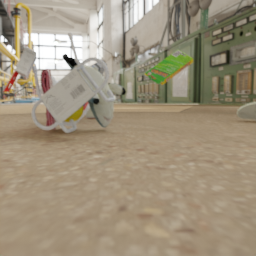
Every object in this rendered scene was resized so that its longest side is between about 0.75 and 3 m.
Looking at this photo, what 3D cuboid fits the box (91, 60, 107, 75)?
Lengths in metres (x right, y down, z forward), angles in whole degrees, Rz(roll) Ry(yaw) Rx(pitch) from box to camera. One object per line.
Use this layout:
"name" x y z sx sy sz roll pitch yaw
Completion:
"box" -2.000 -2.263 13.352 2.017 0.415 1.572 -38 -11 -40

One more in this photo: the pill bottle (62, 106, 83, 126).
"pill bottle" -1.877 -0.730 8.881 0.933 0.933 1.632 -1 -24 -10

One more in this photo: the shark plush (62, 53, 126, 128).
"shark plush" -1.452 -1.333 9.101 2.840 1.183 1.290 42 48 9

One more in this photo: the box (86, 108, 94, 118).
"box" -1.550 -1.198 14.779 1.079 1.267 1.981 0 6 1

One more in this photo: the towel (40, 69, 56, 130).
"towel" -2.648 -1.053 9.359 0.285 1.808 2.510 -6 14 -12

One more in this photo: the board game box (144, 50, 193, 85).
"board game box" 1.435 -2.124 9.929 1.653 0.248 0.789 -36 54 -16

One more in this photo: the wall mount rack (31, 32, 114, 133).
"wall mount rack" -1.773 -1.288 8.090 2.774 2.411 1.034 -35 1 19

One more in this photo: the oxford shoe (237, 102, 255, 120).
"oxford shoe" 5.817 -0.586 11.790 2.416 0.908 0.698 3 48 35

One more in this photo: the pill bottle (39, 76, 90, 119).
"pill bottle" -2.765 -1.350 12.148 2.143 1.194 1.194 35 -12 -27

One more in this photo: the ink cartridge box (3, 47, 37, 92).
"ink cartridge box" -3.241 -1.655 8.523 0.359 1.414 1.604 26 -1 -19
